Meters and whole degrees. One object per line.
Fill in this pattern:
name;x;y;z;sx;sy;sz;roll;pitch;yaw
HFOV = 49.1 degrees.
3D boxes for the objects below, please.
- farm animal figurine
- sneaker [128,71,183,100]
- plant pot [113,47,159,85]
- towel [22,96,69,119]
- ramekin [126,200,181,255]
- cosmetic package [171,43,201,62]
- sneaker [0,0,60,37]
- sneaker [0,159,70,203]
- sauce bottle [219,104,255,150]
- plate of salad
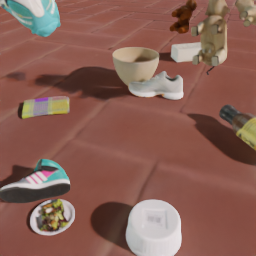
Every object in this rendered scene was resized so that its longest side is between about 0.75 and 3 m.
farm animal figurine;2.595;-2.963;7.076;2.191;2.713;1.364;55;45;-2
sneaker;0.968;-1.564;9.697;1.932;0.889;0.732;5;34;8
plant pot;0.280;-2.193;10.413;1.672;1.122;1.672;0;34;0
towel;-2.620;-0.678;9.038;1.475;0.168;1.059;-8;35;-10
ramekin;0.471;1.791;5.069;1.024;0.499;1.024;0;34;0
cosmetic package;2.859;-3.463;12.794;1.588;0.581;0.822;-8;35;-10
sneaker;-2.032;-2.474;5.890;1.138;1.169;2.936;-30;27;-4
sneaker;-1.998;1.076;6.030;1.389;0.581;0.838;-4;38;-20
sauce bottle;3.325;0.086;7.396;0.740;0.740;2.287;-12;35;-18
plate of salad;-1.475;1.697;5.472;0.854;0.205;0.854;1;34;0
